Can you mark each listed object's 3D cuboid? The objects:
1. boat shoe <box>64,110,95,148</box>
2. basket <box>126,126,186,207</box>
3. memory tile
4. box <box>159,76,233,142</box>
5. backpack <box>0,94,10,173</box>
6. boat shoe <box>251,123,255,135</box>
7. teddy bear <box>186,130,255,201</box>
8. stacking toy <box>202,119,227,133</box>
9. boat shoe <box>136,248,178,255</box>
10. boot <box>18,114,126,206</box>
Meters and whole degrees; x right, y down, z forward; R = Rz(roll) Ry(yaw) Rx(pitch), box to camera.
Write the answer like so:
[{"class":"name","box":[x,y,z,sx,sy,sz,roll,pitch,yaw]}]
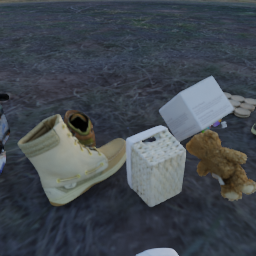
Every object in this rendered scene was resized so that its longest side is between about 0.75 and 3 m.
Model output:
[{"class":"boat shoe","box":[-1.404,-0.095,8.211,0.844,0.798,2.347,-12,32,-19]},{"class":"basket","box":[0.580,0.835,5.936,0.965,1.423,0.878,-21,41,-21]},{"class":"memory tile","box":[3.595,-0.924,10.294,1.999,0.168,1.532,21,36,31]},{"class":"box","box":[1.857,-0.496,7.829,1.316,1.309,1.127,-29,84,-25]},{"class":"backpack","box":[-3.928,0.546,5.843,2.732,2.104,2.602,-13,24,-3]},{"class":"boat shoe","box":[4.594,-0.343,8.733,2.178,0.706,0.797,-25,38,-36]},{"class":"teddy bear","box":[1.991,0.785,5.961,0.547,1.187,1.637,-29,59,-32]},{"class":"stacking toy","box":[2.577,-0.076,8.666,0.819,0.192,0.617,-18,18,1]},{"class":"boat shoe","box":[0.076,2.346,4.005,1.841,0.680,0.785,-3,36,-28]},{"class":"boot","box":[-1.056,0.406,6.072,2.188,1.701,0.796,-32,26,-23]}]
